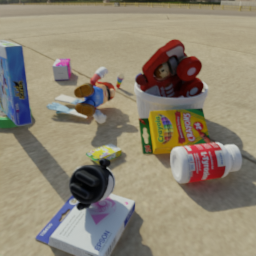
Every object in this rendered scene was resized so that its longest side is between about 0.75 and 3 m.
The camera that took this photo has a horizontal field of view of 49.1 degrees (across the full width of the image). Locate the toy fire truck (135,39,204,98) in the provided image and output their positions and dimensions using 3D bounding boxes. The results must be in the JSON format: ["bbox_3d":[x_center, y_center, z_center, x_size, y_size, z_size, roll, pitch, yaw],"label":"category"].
[{"bbox_3d":[1.483,-1.905,10.780,2.310,2.751,1.543,-30,54,-1],"label":"toy fire truck"}]

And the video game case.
[{"bbox_3d":[-4.438,-1.751,10.483,0.630,2.773,2.513,-14,25,-32],"label":"video game case"}]

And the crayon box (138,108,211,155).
[{"bbox_3d":[1.546,0.122,9.564,2.259,0.574,1.434,-4,65,-6],"label":"crayon box"}]

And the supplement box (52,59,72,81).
[{"bbox_3d":[-3.913,-3.496,16.701,0.858,0.877,1.696,-3,27,-4],"label":"supplement box"}]

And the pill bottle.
[{"bbox_3d":[2.258,0.986,8.164,1.854,1.041,1.041,-7,29,-10],"label":"pill bottle"}]

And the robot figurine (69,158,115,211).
[{"bbox_3d":[-0.803,1.299,6.510,1.069,0.887,1.422,-26,-13,8],"label":"robot figurine"}]

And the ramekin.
[{"bbox_3d":[1.687,-1.047,11.436,2.898,1.521,2.898,0,29,0],"label":"ramekin"}]

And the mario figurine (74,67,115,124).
[{"bbox_3d":[-1.121,-1.384,11.567,1.580,1.840,2.982,34,18,0],"label":"mario figurine"}]

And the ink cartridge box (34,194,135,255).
[{"bbox_3d":[-0.975,2.170,6.677,1.804,0.391,1.771,12,31,19],"label":"ink cartridge box"}]

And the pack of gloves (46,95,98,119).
[{"bbox_3d":[-2.457,-0.841,12.454,2.041,0.403,1.715,15,26,11],"label":"pack of gloves"}]

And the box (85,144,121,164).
[{"bbox_3d":[-0.806,0.861,9.144,1.060,0.256,0.622,-16,27,-37],"label":"box"}]

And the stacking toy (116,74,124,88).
[{"bbox_3d":[-0.473,-2.444,14.808,0.367,0.859,0.367,10,50,-12],"label":"stacking toy"}]

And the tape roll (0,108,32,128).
[{"bbox_3d":[-4.899,-0.541,11.690,1.668,0.401,1.668,0,28,0],"label":"tape roll"}]
